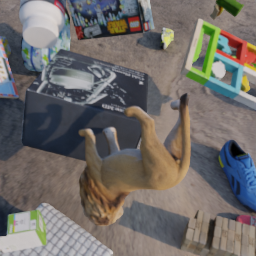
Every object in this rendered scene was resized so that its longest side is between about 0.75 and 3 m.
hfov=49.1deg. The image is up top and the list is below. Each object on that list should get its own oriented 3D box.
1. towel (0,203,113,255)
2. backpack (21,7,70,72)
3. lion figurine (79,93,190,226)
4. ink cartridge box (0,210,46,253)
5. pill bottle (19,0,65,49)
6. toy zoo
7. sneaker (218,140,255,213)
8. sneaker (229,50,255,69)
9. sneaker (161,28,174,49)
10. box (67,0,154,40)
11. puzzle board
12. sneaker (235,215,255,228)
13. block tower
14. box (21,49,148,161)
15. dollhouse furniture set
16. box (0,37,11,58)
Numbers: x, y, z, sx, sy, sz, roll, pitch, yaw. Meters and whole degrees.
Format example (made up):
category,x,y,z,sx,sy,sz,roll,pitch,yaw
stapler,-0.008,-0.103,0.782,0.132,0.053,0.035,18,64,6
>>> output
category,x,y,z,sx,sy,sz,roll,pitch,yaw
towel,-1.793,3.085,5.623,2.118,1.095,2.558,25,56,22
backpack,-3.017,-3.234,10.474,1.954,2.073,2.541,27,59,4
lion figurine,0.068,0.637,4.401,0.978,2.699,1.653,-1,74,-42
ink cartridge box,-1.836,1.681,4.469,0.931,0.688,0.352,-7,50,-10
pill bottle,-2.347,-3.272,7.745,1.191,1.191,1.992,-3,68,-2
toy zoo,3.030,-1.672,7.795,2.982,0.305,1.957,23,63,-7
sneaker,3.064,1.227,7.375,0.680,0.809,2.064,-10,52,-11
sneaker,4.363,-2.602,10.648,2.087,0.801,0.874,12,54,8
sneaker,1.659,-3.830,11.882,0.526,0.519,1.377,7,51,6
box,-0.574,-3.191,7.110,2.421,1.657,0.483,9,34,40
puzzle board,-3.437,-1.622,6.022,1.681,0.194,2.231,-2,60,-46
sneaker,3.190,2.278,6.649,1.185,0.514,0.437,13,50,11
block tower,2.661,2.660,6.148,2.810,0.812,0.759,15,51,11
box,-0.821,-0.486,6.269,2.281,1.413,2.242,15,36,-6
dollhouse furniture set,2.044,-2.480,5.498,0.473,0.942,0.617,36,92,6
box,-5.474,-2.989,11.007,1.206,0.736,1.162,3,49,4
